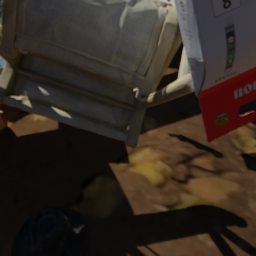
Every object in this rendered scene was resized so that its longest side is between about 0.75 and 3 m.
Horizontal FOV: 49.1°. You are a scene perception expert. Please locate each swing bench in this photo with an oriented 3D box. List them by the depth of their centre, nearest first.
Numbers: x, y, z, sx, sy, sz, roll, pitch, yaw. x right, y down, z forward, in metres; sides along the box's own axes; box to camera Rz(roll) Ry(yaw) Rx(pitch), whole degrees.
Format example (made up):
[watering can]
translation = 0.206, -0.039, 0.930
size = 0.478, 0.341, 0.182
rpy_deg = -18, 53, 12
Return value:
[swing bench]
translation = -0.625, -1.138, 4.149
size = 2.660, 2.674, 1.735
rpy_deg = 18, 68, -9

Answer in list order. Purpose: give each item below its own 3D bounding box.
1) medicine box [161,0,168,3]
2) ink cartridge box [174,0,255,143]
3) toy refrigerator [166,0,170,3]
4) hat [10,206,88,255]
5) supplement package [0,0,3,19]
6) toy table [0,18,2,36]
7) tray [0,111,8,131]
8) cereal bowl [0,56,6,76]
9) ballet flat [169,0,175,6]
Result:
[medicine box]
translation = 0.607, -4.180, 10.744
size = 2.503, 1.414, 2.747
rpy_deg = 12, 45, 13
[ink cartridge box]
translation = 1.296, -0.746, 2.602
size = 1.453, 1.805, 0.452
rpy_deg = -24, 30, -4
[toy refrigerator]
translation = 1.181, -2.690, 6.071
size = 1.118, 0.391, 0.424
rpy_deg = 45, 23, -7
[hat]
translation = -1.411, 1.897, 4.922
size = 1.473, 0.594, 1.473
rpy_deg = 1, 43, -1
[supplement package]
translation = -2.370, -2.543, 6.956
size = 1.432, 1.369, 1.053
rpy_deg = 43, 97, 15
[toy table]
translation = -3.354, -1.813, 4.730
size = 2.723, 2.503, 1.595
rpy_deg = 42, 92, 9
[tray]
translation = -4.739, -0.288, 7.292
size = 2.858, 0.529, 1.410
rpy_deg = 21, 48, 22
[cereal bowl]
translation = -4.054, -1.950, 8.693
size = 2.381, 0.992, 2.381
rpy_deg = 0, 43, 0
[ballet flat]
translation = 1.156, -2.585, 4.802
size = 0.511, 0.552, 1.638
rpy_deg = 37, 95, 42
